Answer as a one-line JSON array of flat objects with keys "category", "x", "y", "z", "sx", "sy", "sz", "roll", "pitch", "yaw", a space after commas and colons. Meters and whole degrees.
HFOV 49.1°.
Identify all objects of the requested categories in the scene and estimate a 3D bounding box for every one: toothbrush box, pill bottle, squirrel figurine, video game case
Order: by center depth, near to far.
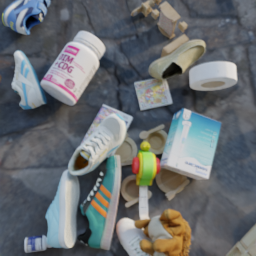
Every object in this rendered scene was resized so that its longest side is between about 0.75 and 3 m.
[{"category": "squirrel figurine", "x": 1.261, "y": 3.608, "z": 8.178, "sx": 1.436, "sy": 2.029, "sz": 1.894, "roll": -29, "pitch": 52, "yaw": 30}, {"category": "pill bottle", "x": -2.853, "y": 3.690, "z": 8.932, "sx": 0.807, "sy": 0.448, "sz": 0.448, "roll": -3, "pitch": 76, "yaw": -12}, {"category": "toothbrush box", "x": 2.083, "y": 0.577, "z": 9.399, "sx": 1.462, "sy": 0.852, "sz": 1.997, "roll": 19, "pitch": 75, "yaw": -7}, {"category": "video game case", "x": -0.746, "y": 0.117, "z": 9.887, "sx": 1.209, "sy": 0.152, "sz": 1.688, "roll": 24, "pitch": 74, "yaw": 13}, {"category": "pill bottle", "x": -1.897, "y": -2.127, "z": 9.944, "sx": 1.353, "sy": 1.353, "sz": 2.387, "roll": 28, "pitch": 77, "yaw": 7}, {"category": "video game case", "x": 0.924, "y": -1.277, "z": 10.358, "sx": 1.198, "sy": 0.137, "sz": 1.090, "roll": -12, "pitch": 76, "yaw": -3}]

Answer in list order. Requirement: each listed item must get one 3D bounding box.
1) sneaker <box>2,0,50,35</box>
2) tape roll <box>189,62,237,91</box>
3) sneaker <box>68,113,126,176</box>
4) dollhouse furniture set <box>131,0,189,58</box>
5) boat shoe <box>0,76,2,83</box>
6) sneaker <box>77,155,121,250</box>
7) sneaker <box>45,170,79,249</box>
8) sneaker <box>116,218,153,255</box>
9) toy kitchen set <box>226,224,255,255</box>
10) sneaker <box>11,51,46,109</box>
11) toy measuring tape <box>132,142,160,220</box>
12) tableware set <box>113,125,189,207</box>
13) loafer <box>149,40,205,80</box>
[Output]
[{"category": "sneaker", "x": -3.534, "y": -4.731, "z": 10.818, "sx": 1.130, "sy": 1.016, "sz": 2.747, "roll": 38, "pitch": 87, "yaw": 8}, {"category": "tape roll", "x": 2.928, "y": -1.757, "z": 9.712, "sx": 1.588, "sy": 1.588, "sz": 0.555, "roll": -1, "pitch": 82, "yaw": 0}, {"category": "sneaker", "x": -0.967, "y": 0.606, "z": 8.918, "sx": 0.946, "sy": 0.998, "sz": 2.472, "roll": 41, "pitch": 109, "yaw": 11}, {"category": "dollhouse furniture set", "x": 1.128, "y": -3.856, "z": 10.464, "sx": 1.035, "sy": 1.211, "sz": 2.337, "roll": -36, "pitch": 79, "yaw": -10}, {"category": "boat shoe", "x": -4.963, "y": -0.666, "z": 9.839, "sx": 0.948, "sy": 1.000, "sz": 2.641, "roll": 19, "pitch": 86, "yaw": 1}, {"category": "sneaker", "x": -0.912, "y": 2.285, "z": 8.957, "sx": 1.188, "sy": 1.061, "sz": 2.972, "roll": 9, "pitch": 79, "yaw": 0}, {"category": "sneaker", "x": -2.219, "y": 2.539, "z": 8.979, "sx": 1.006, "sy": 0.907, "sz": 2.455, "roll": -10, "pitch": 59, "yaw": 18}, {"category": "sneaker", "x": 0.494, "y": 3.871, "z": 8.629, "sx": 0.935, "sy": 0.985, "sz": 2.448, "roll": -36, "pitch": 78, "yaw": -9}, {"category": "toy kitchen set", "x": 4.415, "y": 4.321, "z": 7.545, "sx": 2.820, "sy": 2.301, "sz": 2.544, "roll": 42, "pitch": 91, "yaw": 12}, {"category": "sneaker", "x": -3.771, "y": -1.762, "z": 10.109, "sx": 0.921, "sy": 0.872, "sz": 2.280, "roll": -23, "pitch": 76, "yaw": -7}, {"category": "toy measuring tape", "x": 0.564, "y": 1.706, "z": 8.918, "sx": 0.951, "sy": 0.951, "sz": 2.586, "roll": 1, "pitch": 77, "yaw": 0}, {"category": "tableware set", "x": 0.626, "y": 1.256, "z": 9.628, "sx": 2.323, "sy": 0.323, "sz": 2.781, "roll": -20, "pitch": 77, "yaw": -5}, {"category": "loafer", "x": 1.884, "y": -2.367, "z": 10.198, "sx": 2.273, "sy": 0.860, "sz": 0.776, "roll": -30, "pitch": 52, "yaw": 2}]
